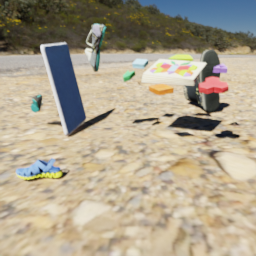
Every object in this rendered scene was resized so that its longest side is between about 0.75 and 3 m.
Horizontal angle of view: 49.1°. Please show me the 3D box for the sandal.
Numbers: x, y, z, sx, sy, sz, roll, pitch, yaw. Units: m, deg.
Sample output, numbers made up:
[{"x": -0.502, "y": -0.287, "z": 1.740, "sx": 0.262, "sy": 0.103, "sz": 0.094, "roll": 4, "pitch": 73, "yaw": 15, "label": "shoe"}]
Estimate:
[{"x": -1.839, "y": 0.831, "z": 5.789, "sx": 0.919, "sy": 0.400, "sz": 0.365, "roll": -4, "pitch": 18, "yaw": -12, "label": "sandal"}]

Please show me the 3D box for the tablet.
[{"x": -1.906, "y": -1.223, "z": 8.539, "sx": 0.178, "sy": 2.613, "sz": 1.700, "roll": -8, "pitch": 17, "yaw": 15, "label": "tablet"}]

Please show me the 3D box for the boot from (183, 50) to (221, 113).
[{"x": 2.787, "y": -1.895, "z": 11.019, "sx": 0.852, "sy": 2.361, "sz": 1.783, "roll": -15, "pitch": 22, "yaw": -14, "label": "boot"}]

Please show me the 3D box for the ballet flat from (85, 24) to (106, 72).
[{"x": -0.896, "y": -2.096, "z": 7.337, "sx": 0.465, "sy": 1.294, "sz": 0.465, "roll": 10, "pitch": 37, "yaw": -7, "label": "ballet flat"}]

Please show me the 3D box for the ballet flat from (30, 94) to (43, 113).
[{"x": -2.781, "y": -0.754, "z": 8.649, "sx": 0.345, "sy": 0.343, "sz": 1.009, "roll": -50, "pitch": 7, "yaw": -27, "label": "ballet flat"}]

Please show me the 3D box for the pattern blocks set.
[{"x": 1.248, "y": -1.527, "z": 7.598, "sx": 2.743, "sy": 0.222, "sz": 2.411, "roll": 2, "pitch": 34, "yaw": 15, "label": "pattern blocks set"}]
